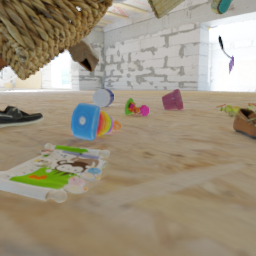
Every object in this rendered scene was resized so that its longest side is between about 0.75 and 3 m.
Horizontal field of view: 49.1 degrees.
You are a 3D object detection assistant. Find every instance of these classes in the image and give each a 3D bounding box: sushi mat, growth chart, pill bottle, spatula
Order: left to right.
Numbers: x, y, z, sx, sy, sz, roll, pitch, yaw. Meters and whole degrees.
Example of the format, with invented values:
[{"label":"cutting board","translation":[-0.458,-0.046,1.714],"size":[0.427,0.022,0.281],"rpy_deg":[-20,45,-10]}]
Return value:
[{"label":"growth chart","translation":[-1.069,0.584,4.212],"size":[1.514,0.186,2.092],"rpy_deg":[3,10,13]},{"label":"pill bottle","translation":[-1.323,-1.703,15.676],"size":[0.962,0.962,1.663],"rpy_deg":[2,10,10]},{"label":"sushi mat","translation":[0.895,-2.400,3.891],"size":[1.843,0.882,0.112],"rpy_deg":[-39,23,-9]},{"label":"spatula","translation":[2.602,-2.024,7.468],"size":[0.143,1.393,0.394],"rpy_deg":[-4,-34,-5]}]

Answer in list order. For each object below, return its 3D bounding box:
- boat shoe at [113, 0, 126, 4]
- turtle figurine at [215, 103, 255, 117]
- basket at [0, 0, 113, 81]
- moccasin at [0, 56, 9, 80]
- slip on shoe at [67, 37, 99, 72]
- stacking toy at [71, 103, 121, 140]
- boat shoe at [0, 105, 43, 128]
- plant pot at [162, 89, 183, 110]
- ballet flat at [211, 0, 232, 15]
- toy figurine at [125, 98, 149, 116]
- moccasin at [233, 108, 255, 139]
[{"label":"boat shoe","translation":[-0.380,-2.933,5.835],"size":[1.352,0.497,0.442],"rpy_deg":[-21,6,-40]},{"label":"turtle figurine","translation":[4.233,-0.684,10.890],"size":[1.610,0.519,1.299],"rpy_deg":[-1,2,16]},{"label":"basket","translation":[-1.877,-2.351,5.513],"size":[1.981,1.898,2.659],"rpy_deg":[-40,14,-15]},{"label":"moccasin","translation":[-3.598,-1.699,7.381],"size":[1.920,0.741,0.702],"rpy_deg":[-26,54,-39]},{"label":"slip on shoe","translation":[-1.515,-2.333,8.567],"size":[0.793,0.632,2.085],"rpy_deg":[10,-5,17]},{"label":"stacking toy","translation":[-0.669,-0.120,7.153],"size":[0.797,0.843,1.453],"rpy_deg":[11,3,36]},{"label":"boat shoe","translation":[-3.560,-0.377,8.691],"size":[1.897,0.642,0.681],"rpy_deg":[-5,9,-36]},{"label":"plant pot","translation":[2.164,-1.325,13.721],"size":[0.904,1.010,1.010],"rpy_deg":[-13,6,15]},{"label":"ballet flat","translation":[2.516,-3.496,6.891],"size":[0.500,1.413,0.500],"rpy_deg":[29,15,-8]},{"label":"toy figurine","translation":[0.443,-0.718,11.379],"size":[0.879,0.717,0.955],"rpy_deg":[18,-9,21]},{"label":"moccasin","translation":[3.262,-0.162,6.807],"size":[0.747,0.788,2.042],"rpy_deg":[0,9,-1]}]
